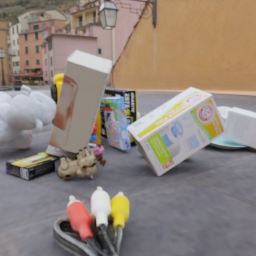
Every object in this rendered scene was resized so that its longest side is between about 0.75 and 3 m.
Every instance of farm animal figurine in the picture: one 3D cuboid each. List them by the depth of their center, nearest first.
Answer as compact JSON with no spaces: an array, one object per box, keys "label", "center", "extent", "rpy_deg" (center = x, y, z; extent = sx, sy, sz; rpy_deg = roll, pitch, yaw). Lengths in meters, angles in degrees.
[{"label":"farm animal figurine","center":[-1.187,0.991,7.227],"extent":[1.424,0.751,1.440],"rpy_deg":[-15,-10,6]}]

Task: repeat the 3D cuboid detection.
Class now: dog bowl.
[{"label":"dog bowl","center":[-1.701,0.653,8.666],"extent":[1.589,0.466,1.589],"rpy_deg":[8,-4,1]}]

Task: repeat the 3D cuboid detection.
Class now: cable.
[{"label":"cable","center":[-0.368,1.640,3.931],"extent":[1.359,0.704,2.797],"rpy_deg":[-3,11,-16]}]

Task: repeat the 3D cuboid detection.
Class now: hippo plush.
[{"label":"hippo plush","center":[-3.846,-0.577,9.248],"extent":[2.395,2.373,2.979],"rpy_deg":[-29,-3,22]}]

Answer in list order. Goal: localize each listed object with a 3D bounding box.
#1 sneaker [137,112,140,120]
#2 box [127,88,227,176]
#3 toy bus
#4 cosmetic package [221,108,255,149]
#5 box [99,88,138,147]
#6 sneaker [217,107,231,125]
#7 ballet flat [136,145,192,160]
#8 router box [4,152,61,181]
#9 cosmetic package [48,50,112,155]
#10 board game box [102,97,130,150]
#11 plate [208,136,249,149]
[{"label":"sneaker","center":[-0.147,-0.704,16.033],"extent":[1.174,0.779,2.063],"rpy_deg":[-1,13,-19]},{"label":"box","center":[1.350,0.045,7.877],"extent":[2.313,1.301,1.172],"rpy_deg":[-32,23,-4]},{"label":"toy bus","center":[-1.791,-0.494,10.353],"extent":[1.806,2.661,2.555],"rpy_deg":[-7,24,-21]},{"label":"cosmetic package","center":[4.561,0.109,9.866],"extent":[2.190,1.113,0.811],"rpy_deg":[21,24,30]},{"label":"box","center":[-0.555,-0.534,11.506],"extent":[0.664,2.147,2.689],"rpy_deg":[-8,13,-30]},{"label":"sneaker","center":[5.305,-0.456,14.711],"extent":[2.601,0.979,1.151],"rpy_deg":[10,27,40]},{"label":"ballet flat","center":[1.202,0.742,9.207],"extent":[1.849,0.642,0.642],"rpy_deg":[8,13,18]},{"label":"router box","center":[-2.624,1.050,7.986],"extent":[1.035,0.344,1.316],"rpy_deg":[7,13,32]},{"label":"cosmetic package","center":[-1.260,-0.652,7.368],"extent":[1.040,2.384,1.232],"rpy_deg":[17,25,-6]},{"label":"board game box","center":[-0.450,-0.189,10.143],"extent":[0.331,1.810,1.369],"rpy_deg":[-13,10,-25]},{"label":"plate","center":[3.632,0.362,10.993],"extent":[2.506,0.320,2.506],"rpy_deg":[5,19,-2]}]
